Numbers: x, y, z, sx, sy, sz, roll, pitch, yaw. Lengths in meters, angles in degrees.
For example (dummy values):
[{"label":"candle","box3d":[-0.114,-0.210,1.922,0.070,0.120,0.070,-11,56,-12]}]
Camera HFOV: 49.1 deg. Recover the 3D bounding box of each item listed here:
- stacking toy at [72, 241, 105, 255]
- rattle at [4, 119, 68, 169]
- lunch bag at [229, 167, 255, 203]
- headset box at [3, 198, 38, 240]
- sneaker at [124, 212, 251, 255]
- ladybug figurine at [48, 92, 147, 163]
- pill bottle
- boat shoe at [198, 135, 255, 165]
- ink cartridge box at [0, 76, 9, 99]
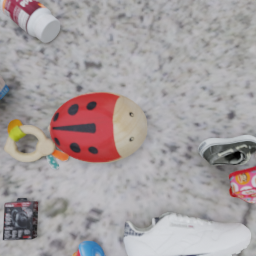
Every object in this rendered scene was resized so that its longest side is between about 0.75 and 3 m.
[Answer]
[{"label":"stacking toy","box3d":[-1.244,3.360,6.401,1.533,0.889,0.841,-39,50,10]},{"label":"rattle","box3d":[-2.382,0.428,7.300,1.512,1.080,0.984,19,83,-28]},{"label":"lunch bag","box3d":[2.861,1.291,6.170,1.237,1.405,0.576,-25,54,30]},{"label":"headset box","box3d":[-2.620,2.206,6.846,0.717,0.372,0.963,-3,77,-1]},{"label":"sneaker","box3d":[1.327,2.468,6.440,2.867,1.095,1.154,-11,71,0]},{"label":"ladybug figurine","box3d":[-0.860,0.006,6.667,2.587,0.931,1.756,-5,90,21]},{"label":"pill bottle","box3d":[-2.657,-3.078,7.678,1.493,0.852,0.852,40,81,7]},{"label":"boat shoe","box3d":[2.457,0.599,6.490,1.822,0.644,0.580,-3,42,-27]},{"label":"ink cartridge box","box3d":[-4.398,-0.643,6.371,1.854,1.887,2.563,40,77,-13]}]
